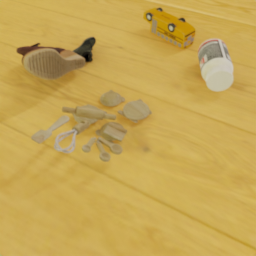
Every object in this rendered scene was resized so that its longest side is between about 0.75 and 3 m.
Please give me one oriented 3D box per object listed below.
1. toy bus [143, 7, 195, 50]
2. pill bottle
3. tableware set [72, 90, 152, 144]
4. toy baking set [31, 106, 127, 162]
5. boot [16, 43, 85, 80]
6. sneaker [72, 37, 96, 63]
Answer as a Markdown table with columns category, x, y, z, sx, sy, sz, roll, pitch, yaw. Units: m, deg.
| category | x | y | z | sx | sy | sz | roll | pitch | yaw |
| --- | --- | --- | --- | --- | --- | --- | --- | --- | --- |
| toy bus | 1.768 | -4.459 | 12.407 | 0.801 | 0.963 | 2.460 | -35 | 57 | -26 |
| pill bottle | 3.230 | -2.327 | 10.363 | 1.123 | 1.123 | 1.939 | 3 | 48 | 2 |
| tableware set | -0.538 | -0.473 | 9.277 | 1.950 | 0.271 | 2.334 | 35 | 57 | 27 |
| toy baking set | -1.231 | 0.045 | 7.867 | 2.650 | 0.308 | 2.034 | 12 | 36 | -15 |
| boot | -3.249 | -2.486 | 10.122 | 2.386 | 1.038 | 2.869 | 18 | 20 | 25 |
| sneaker | -1.626 | -3.164 | 11.522 | 0.855 | 0.571 | 1.493 | 24 | 55 | 20 |
